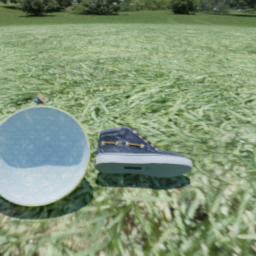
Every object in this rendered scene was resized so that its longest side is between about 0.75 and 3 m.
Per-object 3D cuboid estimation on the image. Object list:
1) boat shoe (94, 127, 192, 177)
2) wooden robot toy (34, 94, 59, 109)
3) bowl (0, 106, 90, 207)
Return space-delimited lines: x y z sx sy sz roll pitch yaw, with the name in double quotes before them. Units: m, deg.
"boat shoe" 0.432 0.632 8.025 2.741 0.970 1.244 4 57 -2
"wooden robot toy" -2.872 -0.153 10.086 2.180 0.989 0.961 51 20 14
"bowl" -2.237 0.830 7.495 2.554 2.554 1.374 -1 -18 -2
